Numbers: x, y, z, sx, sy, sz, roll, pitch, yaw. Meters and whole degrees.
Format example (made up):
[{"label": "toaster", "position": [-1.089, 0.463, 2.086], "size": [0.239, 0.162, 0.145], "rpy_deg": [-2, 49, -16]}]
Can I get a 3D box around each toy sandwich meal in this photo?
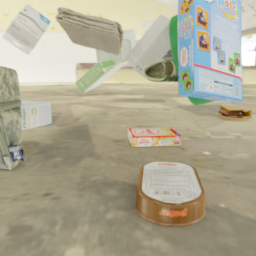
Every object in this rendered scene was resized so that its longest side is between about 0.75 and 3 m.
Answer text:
[{"label": "toy sandwich meal", "position": [5.011, -0.704, 13.083], "size": [1.593, 0.546, 1.593], "rpy_deg": [0, 12, 0]}]

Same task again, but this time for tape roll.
[{"label": "tape roll", "position": [1.849, -1.892, 7.651], "size": [0.604, 2.513, 2.513], "rpy_deg": [-12, 6, 27]}]

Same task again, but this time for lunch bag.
[{"label": "lunch bag", "position": [-3.875, -0.183, 6.387], "size": [2.834, 2.377, 1.974], "rpy_deg": [-3, 11, -8]}]

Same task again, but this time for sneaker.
[{"label": "sneaker", "position": [1.283, -1.584, 7.819], "size": [1.968, 0.660, 0.884], "rpy_deg": [0, 3, 30]}]

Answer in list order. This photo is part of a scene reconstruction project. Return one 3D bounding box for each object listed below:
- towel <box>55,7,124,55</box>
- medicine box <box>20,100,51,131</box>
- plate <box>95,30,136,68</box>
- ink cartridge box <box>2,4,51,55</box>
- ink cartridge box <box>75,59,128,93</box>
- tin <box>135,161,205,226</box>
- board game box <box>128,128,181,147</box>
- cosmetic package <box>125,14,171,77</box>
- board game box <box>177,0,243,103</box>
[{"label": "towel", "position": [-1.163, -3.139, 9.343], "size": [1.979, 0.515, 2.986], "rpy_deg": [14, 2, -3]}, {"label": "medicine box", "position": [-4.379, -0.547, 11.401], "size": [1.662, 0.939, 1.825], "rpy_deg": [7, 15, 30]}, {"label": "plate", "position": [-0.585, -3.715, 13.724], "size": [2.021, 2.025, 0.327], "rpy_deg": [-7, 45, -3]}, {"label": "ink cartridge box", "position": [-3.209, -3.175, 8.978], "size": [0.941, 0.542, 1.625], "rpy_deg": [34, 40, -25]}, {"label": "ink cartridge box", "position": [-0.846, -2.804, 12.770], "size": [2.886, 0.692, 2.100], "rpy_deg": [-37, 5, 22]}, {"label": "tin", "position": [0.766, 1.086, 5.177], "size": [1.176, 0.440, 2.100], "rpy_deg": [5, 12, 4]}, {"label": "board game box", "position": [0.792, 0.287, 8.939], "size": [1.497, 0.347, 1.134], "rpy_deg": [-2, 12, -7]}, {"label": "cosmetic package", "position": [0.790, -2.609, 8.942], "size": [0.670, 1.810, 0.920], "rpy_deg": [33, 19, -34]}, {"label": "board game box", "position": [1.909, -1.941, 6.350], "size": [1.957, 2.587, 0.473], "rpy_deg": [3, -3, -39]}]
